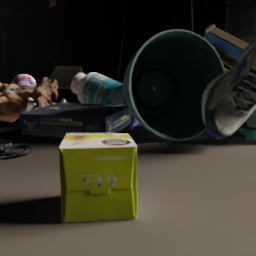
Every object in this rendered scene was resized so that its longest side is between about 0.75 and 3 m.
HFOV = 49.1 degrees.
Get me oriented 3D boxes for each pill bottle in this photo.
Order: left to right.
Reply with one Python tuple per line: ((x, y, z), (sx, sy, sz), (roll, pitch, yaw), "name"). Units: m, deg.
((-4.265, -1.355, 11.614), (0.970, 0.970, 1.741), (-4, 46, -23), "pill bottle")
((-0.961, -1.251, 10.491), (2.387, 1.323, 1.323), (26, 18, 20), "pill bottle")

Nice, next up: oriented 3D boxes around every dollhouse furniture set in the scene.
((2.869, -1.920, 10.553), (2.822, 2.664, 1.841), (-39, 59, -12), "dollhouse furniture set")

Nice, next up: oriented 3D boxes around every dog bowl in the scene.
((-3.273, -1.102, 10.568), (0.469, 1.273, 1.273), (-31, 21, -21), "dog bowl")

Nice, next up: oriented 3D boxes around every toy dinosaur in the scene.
((-3.874, -0.753, 9.538), (2.929, 1.257, 1.985), (-23, -32, 37), "toy dinosaur")

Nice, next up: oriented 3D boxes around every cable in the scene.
((-2.251, 0.463, 5.509), (0.653, 0.203, 0.800), (5, 7, 0), "cable")

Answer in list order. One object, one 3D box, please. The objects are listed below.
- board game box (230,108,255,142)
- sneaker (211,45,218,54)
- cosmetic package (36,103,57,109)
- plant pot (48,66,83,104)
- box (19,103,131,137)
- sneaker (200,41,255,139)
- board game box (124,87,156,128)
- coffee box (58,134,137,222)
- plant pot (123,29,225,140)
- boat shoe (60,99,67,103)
((2.850, -0.388, 7.270), (0.269, 1.290, 1.907), (-14, 13, -17), "board game box")
((3.173, -2.496, 10.712), (0.795, 1.217, 2.176), (3, 0, 17), "sneaker")
((-3.230, -0.755, 11.972), (0.720, 0.568, 1.339), (1, 8, 17), "cosmetic package")
((-2.772, -1.901, 13.014), (1.755, 1.557, 1.751), (-1, -31, -5), "plant pot")
((-1.412, -0.267, 8.032), (2.551, 0.651, 2.012), (3, 15, 19), "box")
((2.586, -0.988, 5.848), (1.097, 2.848, 1.213), (40, -15, -11), "sneaker")
((0.601, -1.159, 10.001), (0.497, 1.951, 2.883), (17, 13, 16), "board game box")
((-0.329, 0.505, 3.146), (0.784, 0.785, 0.776), (-1, 9, -7), "coffee box")
((1.000, -1.093, 7.630), (2.676, 2.676, 1.793), (-3, 5, -19), "plant pot")
((-2.743, -0.797, 11.696), (0.283, 0.793, 0.239), (4, -19, 33), "boat shoe")
